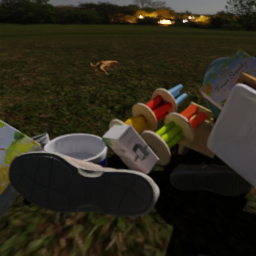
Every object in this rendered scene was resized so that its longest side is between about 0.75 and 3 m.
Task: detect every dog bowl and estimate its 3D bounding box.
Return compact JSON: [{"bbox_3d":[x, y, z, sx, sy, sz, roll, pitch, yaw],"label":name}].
[{"bbox_3d":[-1.455,0.832,7.868,1.742,0.686,1.742,0,23,0],"label":"dog bowl"}]

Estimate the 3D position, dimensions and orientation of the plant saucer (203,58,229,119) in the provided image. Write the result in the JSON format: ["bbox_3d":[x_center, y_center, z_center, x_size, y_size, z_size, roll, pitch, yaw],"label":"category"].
[{"bbox_3d":[3.238,-0.858,8.703,0.367,2.678,2.678,-30,33,-17],"label":"plant saucer"}]

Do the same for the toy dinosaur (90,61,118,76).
[{"bbox_3d":[-0.745,-1.828,8.330,0.770,0.438,1.449,-14,19,25],"label":"toy dinosaur"}]

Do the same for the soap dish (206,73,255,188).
[{"bbox_3d":[3.109,0.293,5.921,1.049,2.033,2.583,-17,46,-35],"label":"soap dish"}]

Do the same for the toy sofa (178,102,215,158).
[{"bbox_3d":[2.334,0.143,9.346,0.973,1.146,2.349,24,24,-2],"label":"toy sofa"}]

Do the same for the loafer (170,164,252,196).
[{"bbox_3d":[2.068,1.169,7.017,1.993,0.750,0.694,5,28,11],"label":"loafer"}]

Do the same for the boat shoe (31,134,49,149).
[{"bbox_3d":[-3.189,0.520,8.847,1.425,0.476,0.524,-21,31,-39],"label":"boat shoe"}]

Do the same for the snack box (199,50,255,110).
[{"bbox_3d":[2.830,-1.120,7.267,0.501,1.479,1.248,38,9,-48],"label":"snack box"}]

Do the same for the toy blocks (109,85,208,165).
[{"bbox_3d":[1.251,-0.348,8.468,2.924,1.062,2.437,-37,36,-28],"label":"toy blocks"}]

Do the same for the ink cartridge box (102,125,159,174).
[{"bbox_3d":[0.037,0.385,5.176,0.376,0.895,0.651,-48,22,-20],"label":"ink cartridge box"}]

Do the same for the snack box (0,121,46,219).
[{"bbox_3d":[-2.856,0.952,5.445,1.545,0.576,2.173,26,68,19],"label":"snack box"}]

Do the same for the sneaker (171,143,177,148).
[{"bbox_3d":[1.259,0.475,9.192,0.590,0.386,1.021,22,3,-22],"label":"sneaker"}]

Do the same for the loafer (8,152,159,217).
[{"bbox_3d":[-0.743,0.967,4.734,2.560,0.920,0.805,8,-6,16],"label":"loafer"}]
